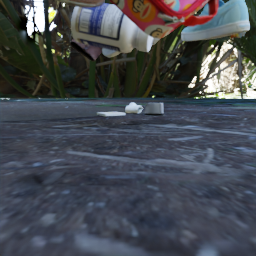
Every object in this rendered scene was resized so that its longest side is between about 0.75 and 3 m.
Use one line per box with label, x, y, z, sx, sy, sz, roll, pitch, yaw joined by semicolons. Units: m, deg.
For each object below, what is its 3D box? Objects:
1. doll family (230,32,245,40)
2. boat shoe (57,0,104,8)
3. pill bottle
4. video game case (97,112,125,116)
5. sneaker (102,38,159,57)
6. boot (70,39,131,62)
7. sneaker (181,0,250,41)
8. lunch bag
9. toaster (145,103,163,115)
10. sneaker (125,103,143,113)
doll family;3.693;-3.397;9.474;0.556;0.895;0.403;7;35;-1
boat shoe;-1.637;-3.706;7.109;2.200;0.790;0.833;18;38;-4
pill bottle;-0.425;-3.083;8.685;2.375;1.319;1.319;15;10;9
video game case;-0.824;-0.692;13.681;1.078;0.123;0.981;-4;9;-30
sneaker;0.312;-3.216;10.207;2.423;0.893;1.400;-36;-29;20
boot;-1.129;-3.532;12.165;2.497;2.077;0.903;34;-34;-20
sneaker;2.829;-3.633;9.392;1.098;1.218;2.972;-13;14;-26
lunch bag;0.796;-2.792;5.163;2.454;2.162;1.005;-48;6;-29
toaster;1.334;-0.941;13.832;0.979;0.581;0.885;2;9;12
sneaker;0.429;-1.049;15.181;0.804;0.513;1.391;4;18;16
